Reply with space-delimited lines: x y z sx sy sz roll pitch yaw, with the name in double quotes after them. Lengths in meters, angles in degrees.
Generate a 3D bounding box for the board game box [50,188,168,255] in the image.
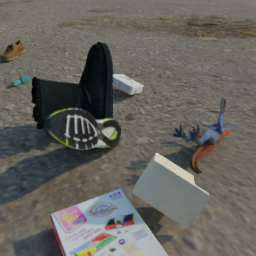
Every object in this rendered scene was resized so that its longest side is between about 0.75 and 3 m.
-0.362 2.148 5.109 1.593 0.420 2.082 -15 35 -23 "board game box"

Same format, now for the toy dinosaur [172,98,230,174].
2.197 0.278 7.859 1.963 2.163 1.136 12 -16 -36 "toy dinosaur"

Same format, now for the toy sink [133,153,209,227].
0.888 1.250 5.799 1.293 0.843 0.725 31 12 4 "toy sink"

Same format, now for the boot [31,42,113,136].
-1.662 -1.207 8.354 2.308 2.817 1.042 -3 4 -25 "boot"

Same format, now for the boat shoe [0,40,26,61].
-6.099 -4.075 14.678 0.720 0.680 2.001 4 33 6 "boat shoe"

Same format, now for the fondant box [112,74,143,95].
-0.080 -1.713 10.933 1.115 0.325 0.805 34 29 24 "fondant box"

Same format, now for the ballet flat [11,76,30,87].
-4.557 -1.987 11.795 0.325 0.293 0.864 11 35 39 "ballet flat"

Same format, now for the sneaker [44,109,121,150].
-1.234 0.133 7.205 1.063 0.970 2.625 -4 -11 28 "sneaker"
